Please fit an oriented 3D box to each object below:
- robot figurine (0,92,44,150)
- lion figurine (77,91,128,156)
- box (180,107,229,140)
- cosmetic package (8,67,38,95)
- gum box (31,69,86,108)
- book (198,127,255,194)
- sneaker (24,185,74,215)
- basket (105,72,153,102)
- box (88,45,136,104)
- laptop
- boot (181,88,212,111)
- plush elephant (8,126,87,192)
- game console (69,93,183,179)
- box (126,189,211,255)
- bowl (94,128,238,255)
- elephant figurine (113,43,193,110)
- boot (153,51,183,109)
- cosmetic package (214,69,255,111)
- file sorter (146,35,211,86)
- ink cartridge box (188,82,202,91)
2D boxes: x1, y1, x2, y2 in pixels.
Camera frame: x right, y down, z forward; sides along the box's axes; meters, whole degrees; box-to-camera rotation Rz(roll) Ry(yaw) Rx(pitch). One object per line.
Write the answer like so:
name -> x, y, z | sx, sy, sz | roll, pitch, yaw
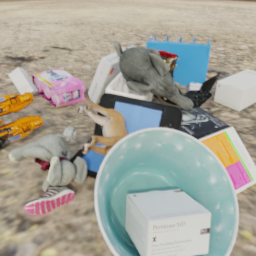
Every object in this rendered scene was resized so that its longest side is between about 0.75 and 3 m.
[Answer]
robot figurine -> -4.060, -0.195, 8.838 | 2.453, 1.778, 0.714 | -27, 12, -29
lion figurine -> -0.407, 0.143, 7.758 | 1.706, 1.010, 2.786 | 11, 49, -27
box -> 2.130, 0.134, 9.146 | 1.524, 0.961, 1.550 | -14, 34, -23
cosmetic package -> -4.566, -1.952, 12.193 | 0.621, 1.222, 0.452 | -32, 1, 10
gum box -> -3.075, -1.791, 12.450 | 1.433, 0.835, 2.525 | -21, 37, -32
book -> 2.146, 1.107, 7.305 | 2.493, 0.599, 1.666 | -17, 68, -26
sneaker -> -1.995, 1.751, 6.995 | 1.232, 0.455, 0.539 | -16, 34, -32
basket -> 0.131, -1.169, 10.861 | 1.507, 1.371, 2.223 | 12, 34, 12
box -> -0.590, -2.308, 12.052 | 0.550, 2.082, 2.670 | 35, 39, 8
laptop -> 2.650, -1.571, 10.896 | 1.488, 0.768, 1.318 | 7, 28, 45
boot -> 2.512, -0.881, 10.298 | 0.510, 1.128, 1.377 | 47, 6, 13
plush elephant -> -1.920, 0.988, 7.371 | 1.851, 1.524, 1.433 | -31, 60, 24
game console -> -0.102, 0.302, 8.310 | 2.824, 2.434, 1.676 | 14, 7, 22
box -> 0.682, 1.739, 5.182 | 1.193, 0.784, 1.199 | -1, 9, -17
bowl -> 0.558, 1.492, 5.475 | 2.718, 1.422, 2.718 | 7, 65, -15
elephant figurine -> 0.843, -1.749, 9.493 | 1.970, 1.797, 2.539 | -14, 38, -19
boot -> 1.768, -2.061, 11.863 | 0.925, 1.903, 2.527 | -12, 35, -21
cosmetic package -> 4.996, -1.703, 12.137 | 2.413, 1.024, 1.299 | -24, 40, -33
file sorter -> 2.486, -3.454, 13.984 | 2.936, 2.037, 1.801 | 8, 35, 13
ink cartridge box -> 3.056, -1.666, 12.589 | 0.687, 0.400, 0.950 | 16, 33, 5
